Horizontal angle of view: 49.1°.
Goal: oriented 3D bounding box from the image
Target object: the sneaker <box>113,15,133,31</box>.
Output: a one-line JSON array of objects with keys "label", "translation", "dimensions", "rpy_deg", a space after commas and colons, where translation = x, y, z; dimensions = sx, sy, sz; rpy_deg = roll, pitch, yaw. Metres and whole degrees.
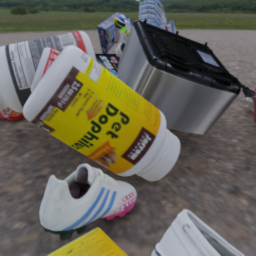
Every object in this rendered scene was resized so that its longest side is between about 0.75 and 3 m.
[{"label": "sneaker", "translation": [-0.002, -3.134, 8.561], "dimensions": [0.436, 0.392, 1.059], "rpy_deg": [-33, 65, -25]}]

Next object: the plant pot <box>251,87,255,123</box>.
[{"label": "plant pot", "translation": [4.224, -0.609, 8.335], "dimensions": [1.132, 1.013, 1.132], "rpy_deg": [0, 23, 0]}]

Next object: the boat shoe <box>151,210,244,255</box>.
[{"label": "boat shoe", "translation": [1.377, 1.774, 2.530], "dimensions": [2.972, 0.971, 1.093], "rpy_deg": [26, -2, 44]}]

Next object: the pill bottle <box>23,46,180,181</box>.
[{"label": "pill bottle", "translation": [-0.367, -0.107, 5.220], "dimensions": [2.765, 1.510, 1.510], "rpy_deg": [34, 14, -22]}]

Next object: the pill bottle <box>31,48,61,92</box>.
[{"label": "pill bottle", "translation": [-1.107, -0.958, 6.143], "dimensions": [1.778, 1.030, 1.030], "rpy_deg": [18, 18, -21]}]

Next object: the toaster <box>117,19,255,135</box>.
[{"label": "toaster", "translation": [1.164, -1.192, 6.775], "dimensions": [2.382, 1.563, 2.634], "rpy_deg": [12, 37, -20]}]

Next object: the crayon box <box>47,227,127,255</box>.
[{"label": "crayon box", "translation": [-0.848, 2.126, 2.444], "dimensions": [2.572, 0.749, 1.528], "rpy_deg": [-19, 30, -36]}]

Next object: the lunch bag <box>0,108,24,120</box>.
[{"label": "lunch bag", "translation": [-3.755, -0.741, 9.133], "dimensions": [1.433, 0.587, 1.262], "rpy_deg": [9, 25, 22]}]

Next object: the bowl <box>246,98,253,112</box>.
[{"label": "bowl", "translation": [4.397, -0.750, 9.375], "dimensions": [0.928, 0.436, 0.928], "rpy_deg": [0, 24, 0]}]

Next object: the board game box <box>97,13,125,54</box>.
[{"label": "board game box", "translation": [-0.625, -3.981, 11.551], "dimensions": [0.437, 1.418, 1.418], "rpy_deg": [27, 66, 18]}]

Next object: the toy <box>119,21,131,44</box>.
[{"label": "toy", "translation": [0.096, -2.284, 7.916], "dimensions": [0.296, 1.253, 0.722], "rpy_deg": [-2, 56, 28]}]

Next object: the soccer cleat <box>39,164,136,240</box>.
[{"label": "soccer cleat", "translation": [-0.441, 0.975, 4.353], "dimensions": [0.730, 0.902, 2.089], "rpy_deg": [11, 7, 30]}]

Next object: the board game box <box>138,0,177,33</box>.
[{"label": "board game box", "translation": [1.081, -2.354, 8.746], "dimensions": [0.790, 2.562, 2.561], "rpy_deg": [-9, 60, 21]}]

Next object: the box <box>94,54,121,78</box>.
[{"label": "box", "translation": [-0.775, -1.999, 10.854], "dimensions": [2.107, 0.610, 2.651], "rpy_deg": [-6, 43, -24]}]

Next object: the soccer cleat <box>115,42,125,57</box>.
[{"label": "soccer cleat", "translation": [0.472, -2.991, 10.637], "dimensions": [2.027, 0.708, 0.875], "rpy_deg": [-7, 2, -25]}]

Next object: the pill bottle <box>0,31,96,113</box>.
[{"label": "pill bottle", "translation": [-2.348, -1.361, 7.232], "dimensions": [2.966, 1.718, 1.718], "rpy_deg": [-15, 27, -11]}]
